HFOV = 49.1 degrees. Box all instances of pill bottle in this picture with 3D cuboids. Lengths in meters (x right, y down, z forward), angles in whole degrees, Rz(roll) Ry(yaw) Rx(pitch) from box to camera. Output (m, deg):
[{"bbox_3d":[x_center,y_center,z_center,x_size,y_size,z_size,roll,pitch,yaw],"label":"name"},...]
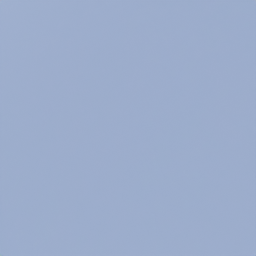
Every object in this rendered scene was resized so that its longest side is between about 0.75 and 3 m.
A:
[{"bbox_3d":[0.302,0.862,1.280,1.607,1.607,2.810,14,-18,33],"label":"pill bottle"}]
